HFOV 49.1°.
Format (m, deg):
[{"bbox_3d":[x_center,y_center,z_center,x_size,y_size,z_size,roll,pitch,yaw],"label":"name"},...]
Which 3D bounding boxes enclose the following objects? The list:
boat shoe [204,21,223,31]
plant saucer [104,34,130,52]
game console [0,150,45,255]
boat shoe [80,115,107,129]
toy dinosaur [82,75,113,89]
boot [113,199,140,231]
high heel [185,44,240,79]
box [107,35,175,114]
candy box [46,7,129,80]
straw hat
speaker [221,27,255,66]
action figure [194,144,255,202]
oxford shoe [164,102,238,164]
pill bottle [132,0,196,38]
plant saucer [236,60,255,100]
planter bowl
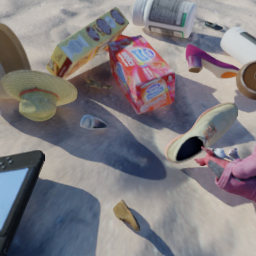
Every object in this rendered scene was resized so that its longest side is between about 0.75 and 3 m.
[{"bbox_3d":[3.662,-4.376,11.967,0.820,0.254,0.307,26,51,23],"label":"boat shoe"},{"bbox_3d":[-0.186,-3.262,10.896,1.237,0.227,1.239,21,50,19],"label":"plant saucer"},{"bbox_3d":[-3.263,1.182,5.415,2.317,1.533,2.634,-11,41,18],"label":"game console"},{"bbox_3d":[-0.897,-0.121,7.337,0.300,0.934,0.344,20,93,29],"label":"boat shoe"},{"bbox_3d":[-1.110,-1.410,8.790,1.223,0.356,0.618,24,6,16],"label":"toy dinosaur"},{"bbox_3d":[-0.033,1.853,5.747,0.319,0.311,0.846,-32,36,-12],"label":"boot"},{"bbox_3d":[2.704,-2.104,8.826,1.910,0.643,0.916,3,71,-10],"label":"high heel"},{"bbox_3d":[0.346,-1.731,8.654,1.224,1.172,2.456,-18,47,-12],"label":"box"},{"bbox_3d":[-1.330,-2.740,9.240,0.750,1.566,2.713,50,60,-8],"label":"candy box"},{"bbox_3d":[-2.383,-0.656,7.460,2.000,2.000,0.847,0,68,0],"label":"straw hat"},{"bbox_3d":[4.285,-2.568,9.698,0.969,0.969,2.385,-16,47,-15],"label":"speaker"},{"bbox_3d":[2.714,1.244,5.658,2.928,1.961,2.180,18,69,13],"label":"action figure"},{"bbox_3d":[1.813,0.176,6.506,2.058,0.760,0.728,-41,98,0],"label":"oxford shoe"},{"bbox_3d":[1.439,-4.546,11.376,2.347,1.327,1.327,17,48,14],"label":"pill bottle"},{"bbox_3d":[3.799,-1.431,8.008,1.339,0.231,1.339,-7,67,16],"label":"plant saucer"},{"bbox_3d":[-3.981,-1.797,8.255,1.456,2.163,2.163,-15,46,3],"label":"planter bowl"}]
